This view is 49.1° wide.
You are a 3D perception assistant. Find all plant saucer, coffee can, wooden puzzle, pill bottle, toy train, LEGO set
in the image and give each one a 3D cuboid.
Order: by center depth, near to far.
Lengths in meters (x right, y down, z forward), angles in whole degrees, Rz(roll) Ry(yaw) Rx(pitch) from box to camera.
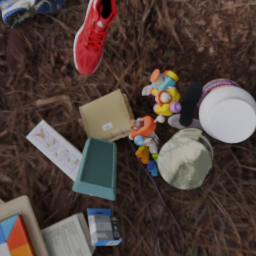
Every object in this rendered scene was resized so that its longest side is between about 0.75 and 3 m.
[{"bbox_3d":[-0.726,0.872,7.085,0.944,2.701,0.256,15,108,-7],"label":"plant saucer"},{"bbox_3d":[1.626,0.741,7.586,1.312,1.793,1.312,3,100,19],"label":"coffee can"},{"bbox_3d":[-3.454,3.413,7.622,2.285,0.460,2.470,-23,78,-4],"label":"wooden puzzle"},{"bbox_3d":[2.830,-0.522,8.161,1.531,2.748,1.531,3,106,11],"label":"pill bottle"},{"bbox_3d":[0.648,-0.789,8.332,0.690,1.863,2.480,37,43,-30],"label":"toy train"},{"bbox_3d":[0.845,0.777,8.880,0.812,2.129,0.874,-9,46,29],"label":"LEGO set"}]

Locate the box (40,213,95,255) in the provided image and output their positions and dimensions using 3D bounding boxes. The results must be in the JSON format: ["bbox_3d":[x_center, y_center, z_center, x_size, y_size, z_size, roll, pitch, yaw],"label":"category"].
[{"bbox_3d":[-2.455,3.674,8.333,2.692,1.046,1.278,-22,78,-5],"label":"box"}]

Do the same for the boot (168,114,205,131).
[{"bbox_3d":[2.010,-0.020,9.166,1.372,0.505,0.656,9,33,-17],"label":"boot"}]

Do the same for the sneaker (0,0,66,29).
[{"bbox_3d":[-3.535,-4.855,10.390,2.712,1.045,1.155,-29,74,-7],"label":"sneaker"}]

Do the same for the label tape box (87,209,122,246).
[{"bbox_3d":[-0.660,2.653,7.700,0.754,0.348,1.052,12,45,-30],"label":"label tape box"}]

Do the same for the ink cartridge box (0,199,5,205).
[{"bbox_3d":[-4.369,3.096,8.474,1.065,1.038,1.657,38,79,8],"label":"ink cartridge box"}]

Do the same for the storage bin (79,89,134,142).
[{"bbox_3d":[-0.622,-0.253,9.066,1.492,0.699,1.482,-23,72,10],"label":"storage bin"}]

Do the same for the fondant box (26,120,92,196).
[{"bbox_3d":[-1.708,0.997,8.577,2.510,1.811,0.731,39,80,8],"label":"fondant box"}]

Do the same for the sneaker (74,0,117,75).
[{"bbox_3d":[-1.127,-3.056,9.082,1.100,1.622,2.808,10,104,-13],"label":"sneaker"}]

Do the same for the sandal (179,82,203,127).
[{"bbox_3d":[1.762,-0.696,8.153,0.507,0.323,1.348,19,90,-12],"label":"sandal"}]
